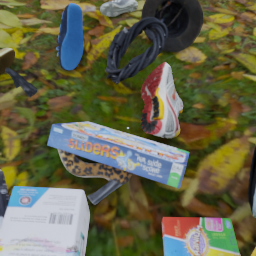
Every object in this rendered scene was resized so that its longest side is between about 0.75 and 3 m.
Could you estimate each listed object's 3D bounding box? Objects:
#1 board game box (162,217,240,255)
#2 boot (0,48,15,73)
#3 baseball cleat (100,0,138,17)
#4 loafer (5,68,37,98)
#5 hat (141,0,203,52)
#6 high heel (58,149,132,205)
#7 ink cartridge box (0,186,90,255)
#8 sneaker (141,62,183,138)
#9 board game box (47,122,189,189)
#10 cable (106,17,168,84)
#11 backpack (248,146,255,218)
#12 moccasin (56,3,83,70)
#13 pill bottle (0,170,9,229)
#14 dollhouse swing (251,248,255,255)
[{"bbox_3d":[1.323,2.186,5.194,1.327,0.268,1.015,1,44,0],"label":"board game box"},{"bbox_3d":[-4.327,-2.006,8.146,1.343,0.626,1.736,27,52,8],"label":"boot"},{"bbox_3d":[-0.418,-4.517,10.406,1.510,0.527,0.804,-14,47,-23],"label":"baseball cleat"},{"bbox_3d":[-2.852,-1.184,7.360,0.939,0.319,0.330,42,88,-18],"label":"loafer"},{"bbox_3d":[1.291,-3.443,8.946,2.041,2.041,0.823,-14,20,-11],"label":"hat"},{"bbox_3d":[-0.703,0.646,5.946,1.154,0.578,1.618,-38,82,2],"label":"high heel"},{"bbox_3d":[-1.413,2.053,4.759,1.243,1.237,1.694,3,53,1],"label":"ink cartridge box"},{"bbox_3d":[0.893,-0.707,7.207,0.933,0.884,2.270,23,56,-27],"label":"sneaker"},{"bbox_3d":[-0.073,0.441,5.821,2.583,1.748,0.445,16,97,12],"label":"board game box"},{"bbox_3d":[0.193,-2.143,7.941,1.823,0.567,2.234,1,60,35],"label":"cable"},{"bbox_3d":[2.946,0.873,5.251,1.546,1.640,2.011,27,99,26],"label":"backpack"},{"bbox_3d":[-1.725,-2.684,8.444,0.779,1.935,0.660,10,0,-37],"label":"moccasin"},{"bbox_3d":[-2.608,1.570,5.275,0.755,0.755,1.422,-16,78,-12],"label":"pill bottle"},{"bbox_3d":[2.534,2.221,4.294,1.077,1.225,1.113,26,53,36],"label":"dollhouse swing"}]
